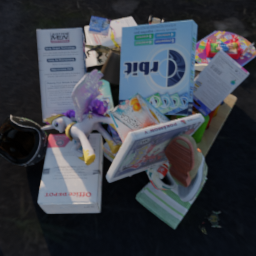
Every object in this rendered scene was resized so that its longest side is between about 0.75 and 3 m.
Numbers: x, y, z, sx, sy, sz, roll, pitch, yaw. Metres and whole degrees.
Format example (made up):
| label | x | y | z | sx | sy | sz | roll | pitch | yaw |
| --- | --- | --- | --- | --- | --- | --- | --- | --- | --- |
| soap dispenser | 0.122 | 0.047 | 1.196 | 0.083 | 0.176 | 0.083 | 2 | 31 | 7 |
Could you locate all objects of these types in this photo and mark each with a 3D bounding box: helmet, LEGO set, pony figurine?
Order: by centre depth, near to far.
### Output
| label | x | y | z | sx | sy | sz | roll | pitch | yaw |
| --- | --- | --- | --- | --- | --- | --- | --- | --- | --- |
| LEGO set | 2.300 | 2.616 | 7.789 | 0.756 | 0.214 | 0.491 | -26 | 56 | -2 |
| pony figurine | -1.076 | -0.197 | 7.801 | 2.191 | 1.890 | 2.270 | -43 | 57 | -17 |
| helmet | -3.178 | 0.433 | 8.482 | 1.449 | 1.520 | 1.520 | 33 | 51 | -28 |

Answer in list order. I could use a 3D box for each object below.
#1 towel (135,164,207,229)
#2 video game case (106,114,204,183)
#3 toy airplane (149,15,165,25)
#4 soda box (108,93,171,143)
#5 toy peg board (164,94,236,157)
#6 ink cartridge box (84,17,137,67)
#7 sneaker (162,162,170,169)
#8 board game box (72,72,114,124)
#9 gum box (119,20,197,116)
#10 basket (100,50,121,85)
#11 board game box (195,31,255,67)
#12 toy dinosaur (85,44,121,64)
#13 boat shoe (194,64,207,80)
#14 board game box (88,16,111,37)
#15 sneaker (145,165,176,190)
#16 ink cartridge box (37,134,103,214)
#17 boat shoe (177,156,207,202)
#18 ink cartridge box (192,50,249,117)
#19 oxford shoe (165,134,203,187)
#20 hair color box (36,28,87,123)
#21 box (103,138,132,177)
| label | x | y | z | sx | sy | sz | roll | pitch | yaw |
| --- | --- | --- | --- | --- | --- | --- | --- | --- | --- |
| towel | 1.296 | 1.804 | 8.279 | 1.410 | 0.216 | 1.849 | 33 | 61 | 22 |
| video game case | 0.566 | 0.521 | 6.536 | 1.881 | 2.065 | 0.237 | -15 | 62 | -27 |
| toy airplane | 0.860 | -3.136 | 10.307 | 1.625 | 1.152 | 1.632 | -33 | 79 | -22 |
| soda box | 0.610 | 0.095 | 7.207 | 0.866 | 2.723 | 0.931 | -33 | 64 | 14 |
| toy peg board | 1.914 | -0.987 | 9.469 | 2.955 | 1.445 | 2.943 | 29 | 61 | 18 |
| ink cartridge box | -0.812 | -3.551 | 11.575 | 2.631 | 0.888 | 1.532 | -18 | 57 | -12 |
| sneaker | 0.853 | 0.715 | 8.837 | 1.404 | 0.550 | 0.811 | 31 | 57 | 25 |
| board game box | -1.415 | -1.064 | 10.096 | 1.615 | 0.502 | 2.139 | -9 | 56 | -6 |
| gum box | 0.805 | -1.659 | 8.070 | 2.136 | 0.560 | 2.515 | 5 | 96 | 26 |
| basket | -0.430 | -1.953 | 8.895 | 0.831 | 0.922 | 0.627 | 24 | 26 | 8 |
| board game box | 4.033 | -3.388 | 11.679 | 2.757 | 0.537 | 2.179 | -35 | 62 | -22 |
| toy dinosaur | -1.182 | -2.879 | 10.461 | 1.741 | 0.413 | 0.767 | 14 | 59 | -1 |
| boat shoe | 1.638 | -1.712 | 8.941 | 2.985 | 0.889 | 1.072 | 16 | 20 | 22 |
| board game box | -1.129 | -4.040 | 11.146 | 0.798 | 0.173 | 0.794 | 9 | 65 | -3 |
| sneaker | 0.723 | 1.043 | 7.818 | 0.621 | 0.824 | 1.763 | -43 | 105 | -26 |
| ink cartridge box | -1.591 | 1.312 | 8.194 | 1.616 | 0.913 | 2.205 | -1 | 55 | 0 |
| boat shoe | 1.906 | 1.421 | 7.841 | 0.557 | 0.646 | 1.795 | 50 | 43 | -14 |
| ink cartridge box | 2.377 | -1.197 | 7.791 | 0.984 | 1.648 | 0.346 | 44 | 36 | 8 |
| oxford shoe | 1.389 | 0.657 | 6.673 | 0.736 | 2.079 | 0.767 | 36 | 68 | 25 |
| hair color box | -1.983 | -1.581 | 8.736 | 1.386 | 0.839 | 2.772 | -3 | 94 | -3 |
| box | -0.176 | 0.848 | 8.687 | 1.155 | 0.650 | 0.586 | 36 | 63 | 23 |
